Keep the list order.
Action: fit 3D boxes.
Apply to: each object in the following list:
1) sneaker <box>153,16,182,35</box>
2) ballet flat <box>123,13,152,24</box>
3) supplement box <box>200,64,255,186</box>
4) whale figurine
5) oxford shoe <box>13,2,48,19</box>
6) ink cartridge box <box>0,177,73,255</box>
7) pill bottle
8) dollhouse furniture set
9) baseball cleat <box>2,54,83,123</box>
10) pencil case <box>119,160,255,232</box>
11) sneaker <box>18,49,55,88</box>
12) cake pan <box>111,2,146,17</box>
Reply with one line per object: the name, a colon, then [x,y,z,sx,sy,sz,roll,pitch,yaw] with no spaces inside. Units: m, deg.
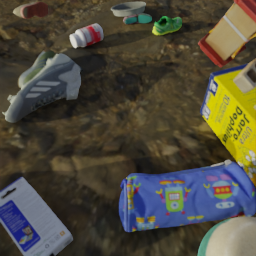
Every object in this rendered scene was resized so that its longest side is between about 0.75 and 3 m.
sneaker: [1.617,-4.135,11.118,1.439,0.601,0.533,-30,54,-24]
ballet flat: [0.380,-4.575,11.660,1.189,0.411,0.423,-8,46,-2]
supplement box: [3.259,-0.161,7.053,1.513,1.503,2.762,-16,51,-14]
whale figurine: [2.173,2.863,4.801,2.035,1.327,2.558,-17,74,-24]
oxford shoe: [-2.737,-3.377,7.967,0.433,0.416,1.174,15,29,19]
ink cartridge box: [-2.118,1.964,5.982,0.910,0.356,1.922,-37,61,-27]
pill bottle: [-1.550,-3.418,10.470,1.146,0.643,0.643,-29,55,-22]
dollhouse furniture set: [2.553,-1.271,5.052,0.949,1.256,2.334,-40,86,-27]
baseball cleat: [-2.312,-1.020,8.201,1.418,0.929,2.665,35,71,-4]
pencil case: [1.208,1.406,5.889,2.849,1.112,1.238,-6,86,-5]
sneaker: [-2.708,-1.821,9.150,0.836,0.624,1.862,20,52,7]
cake pan: [0.030,-5.049,11.901,1.501,0.275,1.501,-7,34,5]
